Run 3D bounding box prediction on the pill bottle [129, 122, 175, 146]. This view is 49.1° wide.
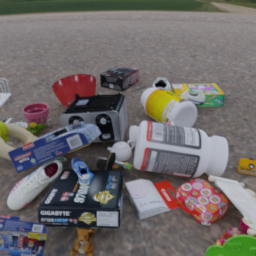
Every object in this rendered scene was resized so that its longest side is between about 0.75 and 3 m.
[{"bbox_3d":[1.000,0.309,11.351,1.778,1.030,1.030,-3,30,12],"label":"pill bottle"}]

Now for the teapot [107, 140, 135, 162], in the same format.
[{"bbox_3d":[-0.263,0.831,10.919,0.882,0.653,0.894,8,31,12],"label":"teapot"}]

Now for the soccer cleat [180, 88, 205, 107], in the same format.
[{"bbox_3d":[2.740,-1.389,13.956,2.089,0.902,0.730,-17,28,15],"label":"soccer cleat"}]

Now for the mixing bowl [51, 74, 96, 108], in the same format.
[{"bbox_3d":[-2.577,-1.656,14.102,2.288,2.288,1.239,-11,77,-18],"label":"mixing bowl"}]

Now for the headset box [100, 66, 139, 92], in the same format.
[{"bbox_3d":[-0.455,-3.151,17.466,1.644,0.853,2.210,17,36,27],"label":"headset box"}]

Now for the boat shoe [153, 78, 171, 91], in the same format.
[{"bbox_3d":[1.947,-2.384,16.039,1.093,0.971,2.972,3,31,4],"label":"boat shoe"}]

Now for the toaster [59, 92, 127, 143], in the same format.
[{"bbox_3d":[-1.331,-0.463,11.847,2.382,1.563,2.634,-3,25,8],"label":"toaster"}]

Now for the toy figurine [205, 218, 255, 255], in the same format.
[{"bbox_3d":[2.928,2.956,7.260,1.583,1.188,1.457,-14,6,28],"label":"toy figurine"}]

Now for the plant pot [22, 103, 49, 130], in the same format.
[{"bbox_3d":[-4.127,-0.456,12.739,1.132,1.013,1.132,0,31,0],"label":"plant pot"}]

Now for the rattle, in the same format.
[{"bbox_3d":[-4.021,1.192,10.595,2.998,2.142,1.952,24,5,-38],"label":"rattle"}]

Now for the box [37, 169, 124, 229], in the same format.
[{"bbox_3d":[-1.203,1.983,8.277,2.107,0.610,2.651,1,12,2],"label":"box"}]

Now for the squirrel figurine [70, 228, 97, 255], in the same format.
[{"bbox_3d":[-1.153,2.853,7.370,0.589,0.777,0.832,7,31,11],"label":"squirrel figurine"}]

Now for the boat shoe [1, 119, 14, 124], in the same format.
[{"bbox_3d":[-5.655,-0.022,12.573,0.452,0.502,1.421,3,23,5],"label":"boat shoe"}]

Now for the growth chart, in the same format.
[{"bbox_3d":[3.418,2.199,7.984,1.849,0.227,2.555,20,20,-21],"label":"growth chart"}]

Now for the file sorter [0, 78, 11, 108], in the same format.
[{"bbox_3d":[-7.293,-1.897,15.165,1.165,1.045,1.679,-1,31,0],"label":"file sorter"}]

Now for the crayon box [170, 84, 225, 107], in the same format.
[{"bbox_3d":[3.707,-1.778,15.229,2.572,0.749,1.528,-1,31,-2],"label":"crayon box"}]

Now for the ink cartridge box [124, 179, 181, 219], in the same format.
[{"bbox_3d":[0.848,2.135,8.990,1.607,0.459,1.306,-14,34,-16],"label":"ink cartridge box"}]

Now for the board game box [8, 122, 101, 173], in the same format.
[{"bbox_3d":[-2.348,0.443,9.813,2.562,0.790,2.561,-22,7,7],"label":"board game box"}]

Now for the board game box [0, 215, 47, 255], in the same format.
[{"bbox_3d":[-2.766,2.819,6.853,1.418,1.418,0.437,11,30,-12],"label":"board game box"}]

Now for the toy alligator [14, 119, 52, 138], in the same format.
[{"bbox_3d":[-4.018,0.086,12.142,1.809,0.600,0.435,-31,52,-35],"label":"toy alligator"}]

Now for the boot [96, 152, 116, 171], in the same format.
[{"bbox_3d":[-0.829,1.172,9.912,0.657,0.951,0.368,32,22,36],"label":"boot"}]

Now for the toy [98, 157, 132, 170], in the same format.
[{"bbox_3d":[-0.471,1.335,10.255,1.253,0.296,0.722,7,-8,33],"label":"toy"}]

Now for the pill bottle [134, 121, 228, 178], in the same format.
[{"bbox_3d":[1.775,0.806,9.763,2.966,1.718,1.718,9,31,-2],"label":"pill bottle"}]

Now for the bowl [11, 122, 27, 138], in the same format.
[{"bbox_3d":[-4.851,0.158,12.264,0.928,0.436,0.928,-1,29,1],"label":"bowl"}]

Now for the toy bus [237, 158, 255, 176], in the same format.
[{"bbox_3d":[4.635,1.447,10.010,1.306,0.511,0.425,10,30,16],"label":"toy bus"}]

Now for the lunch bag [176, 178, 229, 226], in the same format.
[{"bbox_3d":[2.184,2.247,8.561,1.262,0.587,1.433,-19,37,-28],"label":"lunch bag"}]

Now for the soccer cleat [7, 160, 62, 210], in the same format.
[{"bbox_3d":[-2.906,1.694,8.716,0.708,0.875,2.027,47,66,-3],"label":"soccer cleat"}]

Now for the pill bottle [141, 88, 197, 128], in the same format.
[{"bbox_3d":[1.754,-0.930,12.955,1.510,1.510,2.765,-16,33,-26],"label":"pill bottle"}]

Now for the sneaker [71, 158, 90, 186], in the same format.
[{"bbox_3d":[-1.408,1.227,8.416,0.392,0.436,1.059,-13,44,-27],"label":"sneaker"}]
